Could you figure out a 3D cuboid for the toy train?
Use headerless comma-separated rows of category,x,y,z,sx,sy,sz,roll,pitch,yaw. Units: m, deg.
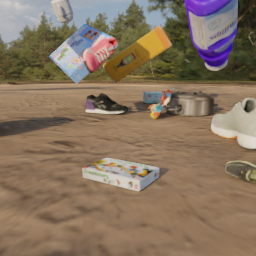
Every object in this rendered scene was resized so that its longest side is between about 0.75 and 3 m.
toy train,1.116,-0.921,9.778,0.429,1.159,1.543,34,20,1

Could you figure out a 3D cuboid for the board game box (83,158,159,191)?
board game box,-0.109,0.685,4.291,1.003,0.174,0.633,7,13,30

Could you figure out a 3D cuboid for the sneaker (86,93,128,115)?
sneaker,-0.854,-0.930,10.648,1.745,0.764,0.661,4,12,21

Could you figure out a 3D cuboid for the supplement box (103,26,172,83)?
supplement box,0.370,-2.969,11.382,2.759,0.918,0.949,-31,13,15

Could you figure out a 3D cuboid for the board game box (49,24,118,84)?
board game box,-1.455,-2.370,8.651,1.641,0.397,2.170,-43,40,-2

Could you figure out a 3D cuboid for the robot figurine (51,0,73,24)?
robot figurine,-2.537,-4.600,10.872,0.665,1.177,0.998,-11,32,12

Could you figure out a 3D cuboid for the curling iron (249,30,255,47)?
curling iron,3.596,-3.068,7.618,0.263,2.059,0.510,-24,53,-1

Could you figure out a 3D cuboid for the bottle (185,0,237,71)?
bottle,2.015,-2.313,6.612,1.062,0.830,2.543,-36,-31,1

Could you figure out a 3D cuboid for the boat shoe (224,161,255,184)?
boat shoe,1.792,0.672,4.144,0.755,0.270,0.248,13,12,33

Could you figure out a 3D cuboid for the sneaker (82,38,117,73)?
sneaker,-0.613,-1.716,6.301,0.547,0.465,1.261,-11,38,29

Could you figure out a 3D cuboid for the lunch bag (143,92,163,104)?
lunch bag,1.354,-1.519,14.045,1.144,0.550,1.426,2,12,-3

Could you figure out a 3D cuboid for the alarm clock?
alarm clock,2.202,-0.897,10.500,1.760,0.868,2.609,9,18,36

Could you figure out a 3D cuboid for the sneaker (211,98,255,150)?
sneaker,2.692,-0.226,6.612,0.845,1.027,2.232,-1,11,-10
